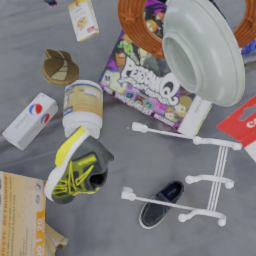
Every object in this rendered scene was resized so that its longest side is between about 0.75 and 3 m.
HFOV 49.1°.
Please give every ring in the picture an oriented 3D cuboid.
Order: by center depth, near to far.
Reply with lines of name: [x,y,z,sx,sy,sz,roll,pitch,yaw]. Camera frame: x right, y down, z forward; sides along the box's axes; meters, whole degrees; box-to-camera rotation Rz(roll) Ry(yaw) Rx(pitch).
ring: [1.109,-1.869,4.817,2.626,2.626,0.252,5,69,3]

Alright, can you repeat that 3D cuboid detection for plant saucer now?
plant saucer: [0.885,-0.977,3.896,0.429,1.710,1.710,-29,66,-5]

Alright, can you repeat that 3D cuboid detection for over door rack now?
over door rack: [0.675,0.640,3.993,1.596,0.532,1.179,11,95,16]

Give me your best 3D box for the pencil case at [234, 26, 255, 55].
pencil case: [4.224,-2.984,8.296,2.261,0.882,0.982,-28,52,-13]

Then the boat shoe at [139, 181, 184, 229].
boat shoe: [0.750,1.641,6.164,1.331,0.414,0.497,-41,71,-18]

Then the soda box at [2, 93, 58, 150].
soda box: [-2.426,-0.177,7.084,0.490,0.458,1.440,29,66,14]

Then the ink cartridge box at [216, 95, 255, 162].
ink cartridge box: [2.324,0.127,4.260,1.502,1.209,0.376,27,47,-12]

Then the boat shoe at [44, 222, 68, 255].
boat shoe: [-1.709,2.382,5.604,1.014,0.954,2.662,-13,70,-22]

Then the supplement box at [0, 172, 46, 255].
supplement box: [-1.921,1.296,3.539,0.839,2.283,1.438,-7,73,10]

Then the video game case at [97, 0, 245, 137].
video game case: [0.964,-1.539,7.011,2.888,0.517,2.618,30,101,14]

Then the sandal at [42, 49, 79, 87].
sandal: [-1.435,-1.181,5.777,0.714,0.480,1.778,7,28,-22]

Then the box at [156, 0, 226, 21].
box: [1.648,-3.272,7.906,1.694,1.666,1.050,44,111,20]

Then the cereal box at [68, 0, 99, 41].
cereal box: [-0.970,-2.352,6.066,0.157,0.572,0.795,-21,97,-52]

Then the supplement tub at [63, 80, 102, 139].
supplement tub: [-1.112,-0.412,6.926,0.951,0.951,1.314,-2,62,-1]

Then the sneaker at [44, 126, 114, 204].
sneaker: [-0.761,0.791,4.296,0.769,1.816,0.676,35,48,9]

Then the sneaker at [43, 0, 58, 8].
sneaker: [-1.408,-2.383,5.217,0.270,0.316,0.770,1,37,-3]
